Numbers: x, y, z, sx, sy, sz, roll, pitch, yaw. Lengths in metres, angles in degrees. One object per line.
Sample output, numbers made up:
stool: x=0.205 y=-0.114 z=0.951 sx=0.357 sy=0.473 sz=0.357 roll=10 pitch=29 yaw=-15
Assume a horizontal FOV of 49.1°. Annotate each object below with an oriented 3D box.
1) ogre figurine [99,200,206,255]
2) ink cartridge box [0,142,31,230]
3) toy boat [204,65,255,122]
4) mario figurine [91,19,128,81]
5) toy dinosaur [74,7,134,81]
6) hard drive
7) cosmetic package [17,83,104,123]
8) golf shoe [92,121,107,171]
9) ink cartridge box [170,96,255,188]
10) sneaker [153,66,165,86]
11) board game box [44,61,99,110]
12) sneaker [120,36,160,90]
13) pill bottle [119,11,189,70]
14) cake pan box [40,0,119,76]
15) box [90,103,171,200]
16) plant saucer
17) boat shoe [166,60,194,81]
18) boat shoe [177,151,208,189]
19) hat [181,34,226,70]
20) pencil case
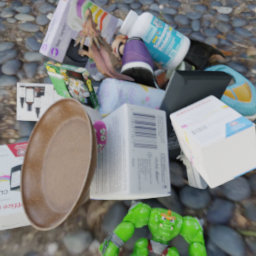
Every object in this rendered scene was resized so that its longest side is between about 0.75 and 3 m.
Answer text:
ogre figurine: x=0.739 y=2.711 z=6.734 sx=2.580 sy=1.266 sz=1.547 roll=8 pitch=71 yaw=24
ink cartridge box: x=-3.226 y=1.560 z=7.716 sx=1.553 sy=0.882 sz=2.131 roll=-9 pitch=54 yaw=-7
toy boat: x=2.951 y=-1.005 z=9.306 sx=2.990 sy=1.389 sz=2.513 roll=-28 pitch=59 yaw=-20
mario figurine: x=-0.730 y=-2.617 z=9.425 sx=2.613 sy=1.613 sz=1.385 roll=-8 pitch=56 yaw=-7
toy dinosaur: x=-0.664 y=-1.807 z=6.950 sx=0.832 sy=1.314 sz=1.939 roll=-38 pitch=92 yaw=0
hard drive: x=1.541 y=-0.301 z=7.622 sx=1.857 sy=2.661 sz=0.438 roll=-7 pitch=42 yaw=-34
cosmetic package: x=-2.050 y=-0.785 z=9.134 sx=2.945 sy=0.746 sz=1.216 roll=2 pitch=98 yaw=1
golf shoe: x=-0.996 y=0.488 z=6.984 sx=0.606 sy=1.609 sz=0.736 roll=13 pitch=19 yaw=-26
ink cartridge box: x=1.861 y=0.197 z=6.388 sx=1.178 sy=1.148 sz=1.833 roll=-24 pitch=30 yaw=-2
sneaker: x=0.089 y=-1.681 z=10.217 sx=1.371 sy=0.949 sz=2.447 roll=37 pitch=51 yaw=28
board game box: x=-1.555 y=-1.192 z=7.549 sx=0.234 sy=1.044 sz=1.993 roll=-38 pitch=39 yaw=-27
sneaker: x=0.464 y=-1.624 z=8.582 sx=1.117 sy=2.950 sz=1.292 roll=-4 pitch=71 yaw=6
pill bottle: x=0.778 y=-2.742 z=8.642 sx=2.038 sy=1.129 sz=1.129 roll=27 pitch=54 yaw=-14
cake pan box: x=-1.325 y=-2.534 z=7.800 sx=0.494 sy=1.738 sz=1.887 roll=33 pitch=101 yaw=45
box: x=-0.058 y=0.744 z=7.055 sx=1.151 sy=2.193 sz=2.017 roll=8 pitch=72 yaw=-28
plant saucer: x=-1.554 y=0.782 z=6.388 sx=0.538 sy=2.942 sz=2.942 roll=19 pitch=40 yaw=-42
boat shoe: x=1.901 y=-1.709 z=9.514 sx=0.868 sy=1.028 sz=2.883 roll=24 pitch=26 yaw=-6
boat shoe: x=1.731 y=0.871 z=7.869 sx=0.721 sy=1.692 sz=0.625 roll=-4 pitch=16 yaw=45
hat: x=2.519 y=-2.746 z=10.619 sx=2.423 sy=0.977 sz=2.423 roll=22 pitch=15 yaw=-6
pencil case: x=0.313 y=-0.643 z=7.708 sx=2.352 sy=1.067 sz=0.978 roll=7 pitch=16 yaw=-32
